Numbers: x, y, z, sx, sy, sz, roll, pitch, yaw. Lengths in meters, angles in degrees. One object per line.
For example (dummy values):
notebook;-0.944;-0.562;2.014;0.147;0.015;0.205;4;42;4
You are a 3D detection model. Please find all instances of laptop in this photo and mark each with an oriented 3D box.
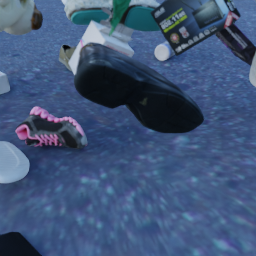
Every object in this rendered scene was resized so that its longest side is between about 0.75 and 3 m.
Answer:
laptop;-2.025;2.545;3.703;1.789;1.043;2.019;25;65;34

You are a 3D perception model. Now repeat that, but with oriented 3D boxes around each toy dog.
toy dog;-3.031;-2.992;6.887;1.588;2.207;2.276;-10;9;11

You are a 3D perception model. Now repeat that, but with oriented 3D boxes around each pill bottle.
pill bottle;1.805;-3.584;12.823;0.711;0.711;1.250;18;37;26

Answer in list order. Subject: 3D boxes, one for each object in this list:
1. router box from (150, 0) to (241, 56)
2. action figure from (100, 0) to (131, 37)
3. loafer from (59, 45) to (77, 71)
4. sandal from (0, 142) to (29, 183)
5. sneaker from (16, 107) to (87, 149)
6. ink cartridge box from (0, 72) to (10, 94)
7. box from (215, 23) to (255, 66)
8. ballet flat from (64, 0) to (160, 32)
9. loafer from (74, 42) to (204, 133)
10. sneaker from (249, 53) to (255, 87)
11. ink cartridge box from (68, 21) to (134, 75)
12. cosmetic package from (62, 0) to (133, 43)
router box;1.226;-2.133;5.255;1.357;1.017;0.421;-23;16;45
action figure;-0.149;-2.246;5.020;0.327;0.707;1.198;23;50;4
loafer;-2.323;-2.980;11.796;0.836;0.775;2.224;-24;39;-33
sandal;-2.676;0.810;6.131;0.858;0.518;2.110;0;16;-28
sneaker;-1.951;0.186;6.908;2.161;0.854;1.031;16;44;35
ink cartridge box;-5.049;-1.613;9.763;1.520;0.639;1.109;23;39;32
box;2.547;-2.733;7.612;2.413;0.436;1.725;41;21;-14
ballet flat;-0.180;-2.992;6.812;2.724;0.977;0.977;-4;31;-24
loafer;0.232;-0.500;3.554;1.913;0.696;0.692;26;39;-33
sneaker;3.914;-2.129;6.444;1.401;2.679;1.008;9;16;-16
ink cartridge box;-0.604;-1.715;6.559;0.884;1.375;0.861;8;39;-43
cosmetic package;-0.635;-4.067;8.345;1.954;1.966;2.349;23;20;-26
